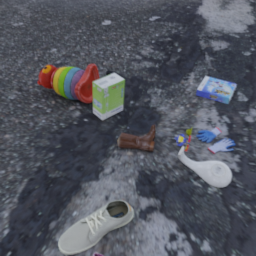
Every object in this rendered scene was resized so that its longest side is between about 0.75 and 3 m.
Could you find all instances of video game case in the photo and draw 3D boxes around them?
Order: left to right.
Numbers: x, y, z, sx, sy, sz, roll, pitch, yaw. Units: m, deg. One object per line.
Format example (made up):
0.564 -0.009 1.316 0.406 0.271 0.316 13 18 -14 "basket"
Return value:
3.891 -1.696 12.358 1.429 0.325 1.296 19 45 21 "video game case"

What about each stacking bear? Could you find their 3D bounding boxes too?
-2.645 -1.982 11.853 2.558 1.454 1.553 16 65 20 "stacking bear"

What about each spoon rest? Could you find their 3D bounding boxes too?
2.410 1.235 8.889 1.783 0.540 0.886 29 61 13 "spoon rest"

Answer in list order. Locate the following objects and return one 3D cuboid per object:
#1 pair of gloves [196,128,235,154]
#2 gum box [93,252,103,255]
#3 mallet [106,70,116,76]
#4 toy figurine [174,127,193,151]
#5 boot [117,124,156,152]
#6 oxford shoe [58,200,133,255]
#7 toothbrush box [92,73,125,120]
3.142 0.445 10.029 1.067 0.151 1.327 -20 44 -21 "pair of gloves"
-0.807 3.722 5.484 0.666 1.142 2.013 16 43 17 "gum box"
-0.928 -2.241 13.051 0.445 0.278 1.351 9 44 8 "mallet"
1.875 0.339 9.673 0.510 0.449 0.852 13 73 6 "toy figurine"
0.302 0.277 9.978 1.339 0.430 1.248 6 45 7 "boot"
-0.819 2.504 7.307 2.153 0.622 0.809 -23 49 -21 "oxford shoe"
-0.764 -1.206 10.855 1.091 1.498 0.645 -30 51 -32 "toothbrush box"
